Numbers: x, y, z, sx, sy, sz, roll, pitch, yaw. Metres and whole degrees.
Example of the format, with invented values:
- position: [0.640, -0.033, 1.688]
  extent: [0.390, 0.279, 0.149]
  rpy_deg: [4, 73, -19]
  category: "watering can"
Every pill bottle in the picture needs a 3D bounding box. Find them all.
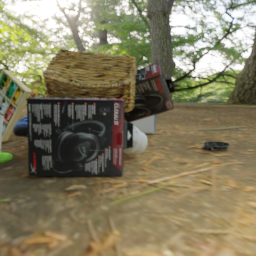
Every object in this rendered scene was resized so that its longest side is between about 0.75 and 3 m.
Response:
- position: [-0.171, 0.275, 8.618]
  extent: [0.893, 0.893, 1.576]
  rpy_deg: [8, -13, 46]
  category: "pill bottle"

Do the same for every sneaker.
- position: [-3.256, -0.099, 9.084]
  extent: [0.652, 0.725, 1.764]
  rpy_deg: [-8, -4, -3]
  category: "sneaker"

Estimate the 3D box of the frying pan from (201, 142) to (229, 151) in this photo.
- position: [3.152, 0.699, 10.047]
  extent: [0.929, 0.250, 1.536]
  rpy_deg: [2, 10, 19]
  category: "frying pan"

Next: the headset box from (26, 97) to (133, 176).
- position: [-1.161, 0.194, 7.238]
  extent: [2.604, 1.938, 1.006]
  rpy_deg: [0, 8, -4]
  category: "headset box"

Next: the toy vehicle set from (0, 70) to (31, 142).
- position: [-5.061, -0.897, 11.514]
  extent: [1.553, 2.500, 0.331]
  rpy_deg: [39, 17, 18]
  category: "toy vehicle set"

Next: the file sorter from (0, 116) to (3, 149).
- position: [-3.833, 0.356, 7.462]
  extent: [0.811, 1.302, 0.904]
  rpy_deg: [5, -8, -26]
  category: "file sorter"

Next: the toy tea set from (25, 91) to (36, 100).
- position: [-2.902, -0.907, 8.719]
  extent: [0.770, 0.285, 0.458]
  rpy_deg: [45, 32, 25]
  category: "toy tea set"

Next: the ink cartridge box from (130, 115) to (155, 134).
- position: [0.320, -0.877, 14.933]
  extent: [1.997, 2.032, 2.760]
  rpy_deg: [0, 7, -2]
  category: "ink cartridge box"

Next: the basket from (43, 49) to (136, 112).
- position: [-1.106, -1.054, 8.626]
  extent: [2.607, 1.942, 1.860]
  rpy_deg: [7, 44, 3]
  category: "basket"

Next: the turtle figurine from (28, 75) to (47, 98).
- position: [-3.977, -1.812, 12.187]
  extent: [1.868, 0.602, 1.507]
  rpy_deg: [-15, 36, 16]
  category: "turtle figurine"

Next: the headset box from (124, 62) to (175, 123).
- position: [0.566, -1.252, 10.242]
  extent: [2.238, 1.665, 0.864]
  rpy_deg: [-15, 42, 14]
  category: "headset box"

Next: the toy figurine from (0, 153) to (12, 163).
- position: [-4.683, -0.195, 7.816]
  extent: [2.131, 2.613, 2.839]
  rpy_deg: [8, 10, 39]
  category: "toy figurine"
